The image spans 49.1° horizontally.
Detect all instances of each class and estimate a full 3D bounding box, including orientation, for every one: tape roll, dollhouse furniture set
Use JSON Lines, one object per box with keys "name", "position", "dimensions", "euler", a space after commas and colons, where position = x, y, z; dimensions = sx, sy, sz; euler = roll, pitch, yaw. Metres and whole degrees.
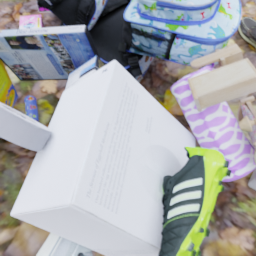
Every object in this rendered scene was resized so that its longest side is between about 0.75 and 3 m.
{"name": "tape roll", "position": [-1.929, -0.060, 4.722], "dimensions": [1.223, 1.223, 0.404], "euler": [27, 85, 18]}
{"name": "dollhouse furniture set", "position": [2.186, -0.136, 5.959], "dimensions": [1.192, 2.442, 2.082], "euler": [-18, 37, 14]}

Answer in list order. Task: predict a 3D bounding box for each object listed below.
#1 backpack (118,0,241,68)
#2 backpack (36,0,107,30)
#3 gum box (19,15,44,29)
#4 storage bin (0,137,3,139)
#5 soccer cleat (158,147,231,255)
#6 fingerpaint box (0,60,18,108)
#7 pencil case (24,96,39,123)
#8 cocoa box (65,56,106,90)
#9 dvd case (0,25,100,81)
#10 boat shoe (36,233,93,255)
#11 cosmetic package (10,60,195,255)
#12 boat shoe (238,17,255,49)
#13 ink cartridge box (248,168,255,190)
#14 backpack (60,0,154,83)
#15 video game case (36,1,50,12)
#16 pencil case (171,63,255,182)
{"name": "backpack", "position": [1.313, -2.700, 6.611], "dimensions": [2.531, 1.860, 2.316], "euler": [19, 63, 5]}
{"name": "backpack", "position": [-1.192, -3.161, 6.783], "dimensions": [1.561, 1.486, 1.202], "euler": [37, 64, -17]}
{"name": "gum box", "position": [-3.533, -3.543, 10.266], "dimensions": [0.771, 0.449, 1.359], "euler": [-8, 55, -6]}
{"name": "storage bin", "position": [-2.955, 0.001, 6.919], "dimensions": [0.863, 1.276, 0.598], "euler": [18, 82, -10]}
{"name": "soccer cleat", "position": [0.884, 1.319, 4.545], "dimensions": [0.943, 0.786, 2.328], "euler": [13, 59, 34]}
{"name": "fingerpaint box", "position": [-4.013, -0.595, 7.038], "dimensions": [1.003, 2.281, 2.734], "euler": [5, 55, 4]}
{"name": "pencil case", "position": [-2.788, -0.483, 8.066], "dimensions": [0.357, 0.398, 0.915], "euler": [6, 54, -33]}
{"name": "cocoa box", "position": [-0.703, -0.831, 6.907], "dimensions": [0.957, 1.435, 0.942], "euler": [-28, 37, 23]}
{"name": "dvd case", "position": [-2.014, -1.794, 7.089], "dimensions": [2.595, 1.851, 0.228], "euler": [0, 67, 11]}
{"name": "boat shoe", "position": [-1.183, 2.417, 5.836], "dimensions": [0.981, 0.961, 2.754], "euler": [32, 58, -1]}
{"name": "cosmetic package", "position": [-0.182, 0.812, 5.502], "dimensions": [1.732, 2.818, 2.809], "euler": [-20, 43, 37]}
{"name": "boat shoe", "position": [4.731, -3.250, 9.834], "dimensions": [0.881, 0.810, 2.466], "euler": [-10, 55, -7]}
{"name": "ink cartridge box", "position": [4.207, 0.234, 6.576], "dimensions": [1.153, 2.041, 2.781], "euler": [31, 61, 16]}
{"name": "backpack", "position": [-0.194, -2.669, 8.565], "dimensions": [2.831, 2.181, 2.697], "euler": [32, 73, 13]}
{"name": "video game case", "position": [-1.825, -5.042, 10.778], "dimensions": [2.652, 0.475, 2.404], "euler": [1, 37, 9]}
{"name": "pencil case", "position": [1.988, -0.086, 6.271], "dimensions": [1.131, 1.110, 2.645], "euler": [-29, 93, 22]}
